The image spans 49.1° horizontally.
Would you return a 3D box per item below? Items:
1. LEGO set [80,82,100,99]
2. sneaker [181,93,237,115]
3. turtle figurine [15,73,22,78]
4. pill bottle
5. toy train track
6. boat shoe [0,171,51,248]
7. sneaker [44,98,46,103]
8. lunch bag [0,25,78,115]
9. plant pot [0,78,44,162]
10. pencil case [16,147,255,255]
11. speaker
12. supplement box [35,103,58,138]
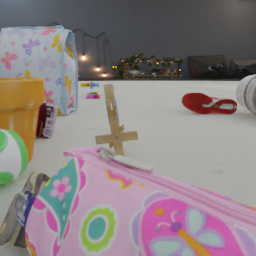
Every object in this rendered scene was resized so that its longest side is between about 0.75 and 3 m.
[{"bbox_3d":[-2.097,-2.079,15.101,0.912,0.848,2.222,-2,11,-12],"label":"LEGO set"},{"bbox_3d":[2.715,-0.792,9.749,1.829,0.717,1.057,13,4,2],"label":"sneaker"},{"bbox_3d":[-4.518,-1.052,8.094,1.433,1.991,1.931,40,29,-14],"label":"turtle figurine"},{"bbox_3d":[4.368,-0.967,8.440,1.377,1.377,2.418,-1,12,-5],"label":"pill bottle"},{"bbox_3d":[-0.215,-0.108,4.576,0.702,1.224,0.199,-7,11,11],"label":"toy train track"},{"bbox_3d":[-0.829,0.776,2.648,0.471,0.478,1.284,24,3,-10],"label":"boat shoe"},{"bbox_3d":[-2.796,-0.352,7.266,1.148,0.761,2.017,-10,17,-5],"label":"sneaker"},{"bbox_3d":[-2.970,-1.927,9.473,2.400,2.830,1.799,0,12,5],"label":"lunch bag"},{"bbox_3d":[-2.030,-0.094,4.392,1.452,1.329,1.452,-1,12,0],"label":"plant pot"},{"bbox_3d":[0.379,0.731,1.400,0.993,0.993,2.271,-12,18,-44],"label":"pencil case"},{"bbox_3d":[-2.019,0.488,3.070,0.770,0.770,1.740,7,14,31],"label":"speaker"},{"bbox_3d":[-2.247,-0.256,6.073,1.311,0.714,0.399,10,10,-11],"label":"supplement box"}]
